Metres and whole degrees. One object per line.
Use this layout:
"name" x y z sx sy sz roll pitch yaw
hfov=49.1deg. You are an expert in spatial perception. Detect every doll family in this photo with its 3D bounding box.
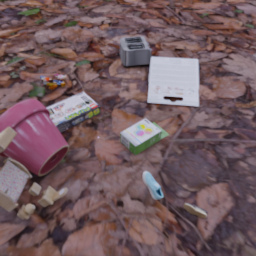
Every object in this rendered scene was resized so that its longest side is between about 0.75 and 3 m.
"doll family" -3.536 -2.204 13.657 0.861 0.625 1.387 20 28 30

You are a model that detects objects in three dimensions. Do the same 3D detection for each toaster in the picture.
"toaster" 0.314 -4.139 15.271 1.803 1.070 1.630 -6 42 -6

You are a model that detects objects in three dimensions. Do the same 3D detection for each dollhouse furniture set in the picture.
"dollhouse furniture set" -3.010 1.465 7.925 1.137 2.569 1.332 -31 25 24

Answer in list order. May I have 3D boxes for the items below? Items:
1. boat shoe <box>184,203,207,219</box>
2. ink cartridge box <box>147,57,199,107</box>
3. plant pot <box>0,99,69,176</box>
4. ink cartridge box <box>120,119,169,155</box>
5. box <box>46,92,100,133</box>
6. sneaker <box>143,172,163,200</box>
"boat shoe" 2.099 2.539 8.691 0.752 0.270 0.244 21 33 27
"ink cartridge box" 2.173 -2.160 13.640 2.411 0.847 2.967 5 63 4
"plant pot" -3.214 0.473 9.568 1.982 2.214 2.214 42 54 9
"ink cartridge box" 0.667 0.227 10.957 1.817 0.539 0.943 -29 50 -27
"box" -2.574 -0.618 11.945 2.467 0.428 1.358 -28 51 -27
"sneaker" 0.821 1.779 8.756 0.402 0.981 0.362 -22 10 48
